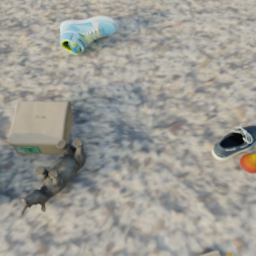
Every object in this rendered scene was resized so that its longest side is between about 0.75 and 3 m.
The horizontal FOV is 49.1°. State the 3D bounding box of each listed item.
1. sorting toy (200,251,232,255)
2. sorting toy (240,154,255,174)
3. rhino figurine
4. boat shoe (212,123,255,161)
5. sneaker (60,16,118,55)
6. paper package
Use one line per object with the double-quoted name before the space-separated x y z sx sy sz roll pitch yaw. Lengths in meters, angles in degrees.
"sorting toy" 2.240 3.778 7.527 1.357 0.185 0.764 -13 65 -7
"sorting toy" 4.568 0.656 9.064 2.075 0.715 0.719 -31 64 -16
"rhino figurine" -2.193 1.499 8.299 0.784 1.146 2.621 28 66 24
"boat shoe" 3.621 0.362 9.212 2.037 0.630 0.763 -21 57 -20
"sneaker" -1.639 -3.685 11.504 2.461 0.979 1.607 -5 57 8
"paper package" -2.848 -0.006 9.333 1.766 0.913 1.683 1 59 -1
